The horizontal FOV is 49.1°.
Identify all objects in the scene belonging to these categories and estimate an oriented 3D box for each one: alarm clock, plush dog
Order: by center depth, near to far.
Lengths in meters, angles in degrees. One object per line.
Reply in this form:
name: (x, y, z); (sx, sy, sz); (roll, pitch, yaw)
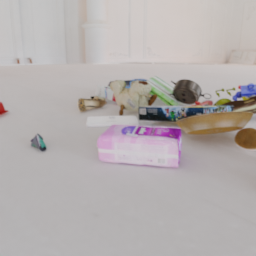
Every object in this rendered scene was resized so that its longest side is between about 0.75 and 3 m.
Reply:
plush dog: (0.292, -1.294, 13.279); (2.150, 1.725, 1.846); (8, -1, 35)
alarm clock: (3.119, -1.710, 13.986); (2.047, 1.381, 0.682); (12, 61, 22)

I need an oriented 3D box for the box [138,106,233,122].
box: (2.152, -0.557, 10.734); (2.039, 0.563, 2.986); (-5, 7, -42)

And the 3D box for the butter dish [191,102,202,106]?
butter dish: (3.013, -0.770, 12.243); (1.048, 0.774, 1.045); (1, 18, 6)

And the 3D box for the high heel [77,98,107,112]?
high heel: (-1.756, -1.180, 13.742); (1.290, 0.646, 1.810); (-5, 8, 4)

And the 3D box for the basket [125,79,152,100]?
basket: (0.687, -2.173, 15.994); (1.589, 1.254, 1.802); (6, 8, 5)

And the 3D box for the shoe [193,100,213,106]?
shoe: (3.770, -1.033, 13.616); (1.377, 0.492, 0.626); (-16, 20, -28)

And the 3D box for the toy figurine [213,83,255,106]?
toy figurine: (5.369, -1.691, 12.942); (2.783, 1.468, 1.667); (-1, -23, 18)

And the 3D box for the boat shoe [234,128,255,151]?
boat shoe: (4.134, 0.456, 8.519); (0.682, 0.697, 1.968); (20, -2, -24)

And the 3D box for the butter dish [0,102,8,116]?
butter dish: (-6.249, -0.967, 12.737); (1.175, 0.871, 1.179); (2, 17, 4)

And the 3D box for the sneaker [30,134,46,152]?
sneaker: (-2.869, 0.559, 8.879); (0.400, 0.340, 0.914); (-39, 36, -1)

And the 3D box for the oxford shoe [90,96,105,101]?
oxford shoe: (-1.682, -1.551, 15.333); (1.024, 0.378, 0.363); (4, 57, 38)

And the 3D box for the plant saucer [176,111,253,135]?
plant saucer: (2.888, -0.095, 9.423); (2.505, 0.444, 2.505); (-4, -8, -1)

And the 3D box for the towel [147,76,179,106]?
towel: (1.908, -1.937, 15.272); (2.160, 0.444, 2.895); (35, 25, 5)

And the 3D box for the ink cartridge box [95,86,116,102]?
ink cartridge box: (-0.931, -1.904, 15.624); (1.478, 0.612, 1.077); (19, 14, 22)

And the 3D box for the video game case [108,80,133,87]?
video game case: (-0.619, -2.606, 17.782); (1.468, 0.195, 2.055); (-6, -6, -15)

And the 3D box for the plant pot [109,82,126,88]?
plant pot: (-0.674, -2.157, 16.609); (1.023, 1.113, 1.113); (-9, 15, 14)

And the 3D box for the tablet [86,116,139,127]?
tablet: (-0.675, -0.310, 11.840); (2.120, 0.145, 1.380); (-1, 17, -5)

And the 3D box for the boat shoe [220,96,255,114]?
boat shoe: (5.001, -0.737, 12.171); (2.246, 0.831, 0.829); (-12, 28, 16)

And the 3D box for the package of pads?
package of pads: (0.364, 0.467, 8.017); (2.282, 0.863, 1.375); (4, 20, 12)
